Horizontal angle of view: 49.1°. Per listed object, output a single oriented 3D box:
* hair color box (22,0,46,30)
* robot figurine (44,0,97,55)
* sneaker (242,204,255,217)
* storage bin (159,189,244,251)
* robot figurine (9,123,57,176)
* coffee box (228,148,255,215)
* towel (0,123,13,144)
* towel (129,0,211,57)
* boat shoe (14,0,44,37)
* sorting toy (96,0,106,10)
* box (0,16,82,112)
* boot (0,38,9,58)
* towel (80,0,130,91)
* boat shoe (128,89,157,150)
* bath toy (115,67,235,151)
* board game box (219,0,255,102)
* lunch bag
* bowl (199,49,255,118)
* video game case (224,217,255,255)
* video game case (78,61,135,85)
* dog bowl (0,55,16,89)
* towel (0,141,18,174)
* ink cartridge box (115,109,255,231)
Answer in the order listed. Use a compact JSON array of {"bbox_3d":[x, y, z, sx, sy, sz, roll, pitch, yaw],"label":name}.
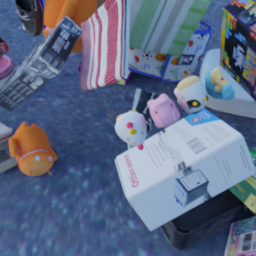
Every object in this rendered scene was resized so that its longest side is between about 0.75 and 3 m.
[{"bbox_3d":[-3.061,-3.804,8.816,0.723,1.323,0.429,4,35,13],"label":"hair color box"},{"bbox_3d":[-1.710,-3.327,8.194,1.484,2.544,1.830,-9,31,-39],"label":"robot figurine"},{"bbox_3d":[3.022,1.863,6.313,0.927,0.829,2.264,4,31,-20],"label":"sneaker"},{"bbox_3d":[1.565,1.796,6.459,1.781,0.835,1.204,-18,47,-20],"label":"storage bin"},{"bbox_3d":[-2.547,0.612,7.548,0.930,1.147,1.595,-23,60,-9],"label":"robot figurine"},{"bbox_3d":[3.082,1.073,6.330,2.227,0.490,1.369,-5,38,-35],"label":"coffee box"},{"bbox_3d":[-4.573,0.322,7.947,1.474,0.383,2.224,22,36,34],"label":"towel"},{"bbox_3d":[0.604,-2.624,6.741,2.270,1.694,0.348,7,51,-20],"label":"towel"},{"bbox_3d":[-2.941,-3.742,7.900,0.849,2.538,0.723,24,44,14],"label":"boat shoe"},{"bbox_3d":[-0.859,-4.450,8.762,2.006,1.856,0.366,-4,63,37],"label":"sorting toy"},{"bbox_3d":[-2.168,-1.500,6.717,2.145,0.534,1.691,-27,36,35],"label":"box"},{"bbox_3d":[-3.567,-1.551,6.949,1.769,0.888,2.452,-18,75,-50],"label":"boot"},{"bbox_3d":[-0.526,-1.546,5.379,0.240,1.518,2.107,0,2,-26],"label":"towel"},{"bbox_3d":[0.341,-0.217,6.631,0.581,0.712,1.926,9,41,3],"label":"boat shoe"},{"bbox_3d":[0.455,-0.176,3.010,1.272,0.553,0.470,-28,53,6],"label":"bath toy"},{"bbox_3d":[3.233,-1.827,7.194,0.672,2.370,1.959,-32,62,1],"label":"board game box"},{"bbox_3d":[1.375,-2.974,10.158,2.715,2.308,1.681,18,50,3],"label":"lunch bag"},{"bbox_3d":[3.928,-1.456,9.678,2.975,1.110,2.970,13,45,12],"label":"bowl"},{"bbox_3d":[2.469,2.438,5.272,0.221,1.698,1.866,39,49,-5],"label":"video game case"},{"bbox_3d":[-0.604,-2.741,11.472,2.058,0.407,2.271,18,47,13],"label":"video game case"},{"bbox_3d":[-5.189,-2.068,10.583,2.017,0.744,2.017,0,44,0],"label":"dog bowl"},{"bbox_3d":[-3.446,0.784,8.029,1.125,0.194,1.083,-27,53,-29],"label":"towel"},{"bbox_3d":[0.818,0.581,4.543,1.823,0.783,1.335,-31,23,2],"label":"ink cartridge box"}]
